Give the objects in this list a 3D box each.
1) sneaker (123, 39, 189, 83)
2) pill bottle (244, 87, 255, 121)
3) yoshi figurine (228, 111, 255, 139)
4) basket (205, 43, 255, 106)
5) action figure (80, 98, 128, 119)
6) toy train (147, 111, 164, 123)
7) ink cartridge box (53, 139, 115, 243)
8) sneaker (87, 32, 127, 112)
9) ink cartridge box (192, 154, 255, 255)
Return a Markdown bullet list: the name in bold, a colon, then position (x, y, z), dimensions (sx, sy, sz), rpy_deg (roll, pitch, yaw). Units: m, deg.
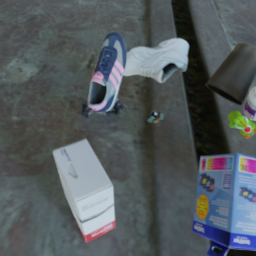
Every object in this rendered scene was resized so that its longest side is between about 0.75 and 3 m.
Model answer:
- **sneaker**: position (0.895, -2.331, 10.606), dimensions (2.866, 1.117, 1.424), rpy_deg (-12, 69, 29)
- **pill bottle**: position (3.787, -0.749, 8.044), dimensions (0.706, 1.255, 0.706), rpy_deg (-5, 66, 11)
- **yoshi figurine**: position (3.815, -0.190, 9.453), dimensions (0.758, 1.353, 0.761), rpy_deg (5, 72, 44)
- **basket**: position (3.595, -1.807, 9.241), dimensions (1.498, 1.661, 1.130), rpy_deg (28, 7, -22)
- **action figure**: position (-1.063, -1.011, 12.299), dimensions (2.061, 1.052, 1.225), rpy_deg (-8, 37, -5)
- **toy train**: position (1.006, -0.372, 10.379), dimensions (0.468, 0.821, 0.350), rpy_deg (20, 73, -6)
- **ink cartridge box**: position (-1.288, 1.921, 8.470), dimensions (1.092, 2.608, 1.882), rpy_deg (-22, 51, -19)
- **sneaker**: position (-0.685, -1.744, 8.783), dimensions (0.907, 2.587, 1.061), rpy_deg (12, 9, 19)
- **ink cartridge box**: position (2.272, 1.806, 6.443), dimensions (0.870, 1.556, 2.280), rpy_deg (10, 78, -14)
